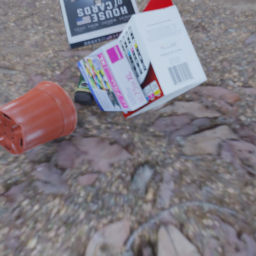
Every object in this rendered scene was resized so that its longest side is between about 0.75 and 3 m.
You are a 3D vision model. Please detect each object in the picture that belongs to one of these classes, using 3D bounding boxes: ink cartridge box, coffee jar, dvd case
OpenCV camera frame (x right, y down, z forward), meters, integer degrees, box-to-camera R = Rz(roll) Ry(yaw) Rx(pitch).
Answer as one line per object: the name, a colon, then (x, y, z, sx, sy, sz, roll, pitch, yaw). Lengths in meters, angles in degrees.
ink cartridge box: (0.360, -1.779, 7.282, 1.180, 2.815, 2.471, -21, 88, -20)
coffee jar: (-1.348, -1.283, 9.013, 0.622, 0.509, 1.193, 8, 53, 2)
ink cartridge box: (-0.590, -1.224, 7.415, 0.558, 1.586, 2.659, -31, 15, -17)
dvd case: (-0.866, -3.492, 7.607, 1.975, 0.325, 2.629, -15, 70, -1)

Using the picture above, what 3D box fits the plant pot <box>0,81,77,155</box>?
plant pot: (-2.452, -0.190, 7.180, 1.631, 1.631, 1.586, 27, 36, 19)
